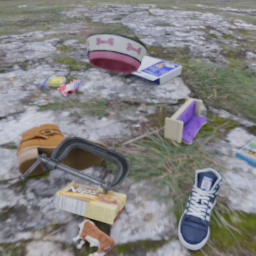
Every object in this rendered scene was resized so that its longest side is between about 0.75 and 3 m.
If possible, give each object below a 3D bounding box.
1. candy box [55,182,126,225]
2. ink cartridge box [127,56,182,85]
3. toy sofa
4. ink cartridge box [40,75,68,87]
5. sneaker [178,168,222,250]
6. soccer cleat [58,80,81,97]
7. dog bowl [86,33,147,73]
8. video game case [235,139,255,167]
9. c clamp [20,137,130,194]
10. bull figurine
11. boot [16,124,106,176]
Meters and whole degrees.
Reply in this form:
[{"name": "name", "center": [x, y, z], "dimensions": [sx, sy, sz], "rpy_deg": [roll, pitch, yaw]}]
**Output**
[{"name": "candy box", "center": [-1.002, 2.004, 7.643], "dimensions": [1.685, 0.466, 0.973], "rpy_deg": [10, 11, 16]}, {"name": "ink cartridge box", "center": [1.125, -3.276, 16.142], "dimensions": [2.836, 0.674, 2.870], "rpy_deg": [27, 43, 33]}, {"name": "toy sofa", "center": [2.379, -0.328, 11.186], "dimensions": [1.080, 0.916, 2.213], "rpy_deg": [18, 36, 27]}, {"name": "ink cartridge box", "center": [-4.057, -2.614, 15.411], "dimensions": [1.222, 0.287, 1.208], "rpy_deg": [3, 33, 2]}, {"name": "sneaker", "center": [1.887, 1.957, 7.291], "dimensions": [0.778, 1.205, 2.221], "rpy_deg": [15, 35, 22]}, {"name": "soccer cleat", "center": [-2.912, -2.018, 14.355], "dimensions": [0.616, 0.537, 1.610], "rpy_deg": [53, 34, 1]}, {"name": "dog bowl", "center": [-0.468, -2.603, 10.093], "dimensions": [2.199, 0.811, 2.199], "rpy_deg": [9, -3, 1]}, {"name": "video game case", "center": [4.937, 0.883, 9.972], "dimensions": [1.886, 0.168, 1.350], "rpy_deg": [-23, 40, -32]}, {"name": "c clamp", "center": [-1.291, 1.141, 7.973], "dimensions": [2.608, 0.353, 2.228], "rpy_deg": [18, 36, 0]}, {"name": "bull figurine", "center": [-0.913, 2.703, 6.899], "dimensions": [1.188, 0.387, 0.721], "rpy_deg": [18, 42, 33]}, {"name": "boot", "center": [-2.361, 0.510, 9.774], "dimensions": [2.945, 1.085, 2.278], "rpy_deg": [-6, 28, -15]}]
